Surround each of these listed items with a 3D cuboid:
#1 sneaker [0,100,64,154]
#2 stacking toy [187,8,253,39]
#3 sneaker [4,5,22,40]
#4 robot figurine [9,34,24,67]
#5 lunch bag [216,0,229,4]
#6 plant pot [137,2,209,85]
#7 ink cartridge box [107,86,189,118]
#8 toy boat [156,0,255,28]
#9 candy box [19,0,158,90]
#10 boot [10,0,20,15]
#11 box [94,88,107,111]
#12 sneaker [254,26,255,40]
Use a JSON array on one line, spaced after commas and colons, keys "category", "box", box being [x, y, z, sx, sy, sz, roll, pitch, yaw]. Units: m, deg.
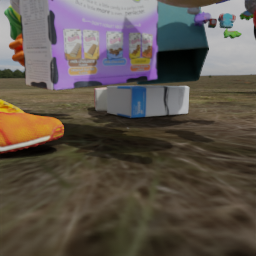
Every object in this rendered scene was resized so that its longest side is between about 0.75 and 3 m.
[{"category": "sneaker", "box": [-2.477, -0.153, 4.806, 2.869, 1.107, 1.047, 4, 9, 13]}, {"category": "stacking toy", "box": [2.311, -2.894, 7.465, 1.821, 0.428, 1.373, 7, -3, 3]}, {"category": "sneaker", "box": [-3.567, -3.238, 9.967, 0.960, 2.297, 0.851, 3, 39, 25]}, {"category": "robot figurine", "box": [-2.737, -2.404, 8.665, 1.296, 1.050, 1.801, 45, 30, 13]}, {"category": "lunch bag", "box": [2.264, -3.616, 5.853, 1.916, 1.629, 1.187, -27, 32, -28]}, {"category": "plant pot", "box": [1.173, -3.155, 8.825, 2.040, 2.887, 2.039, -3, -17, 5]}, {"category": "ink cartridge box", "box": [0.693, -0.997, 9.997, 2.428, 1.022, 1.755, -5, 11, -29]}, {"category": "toy boat", "box": [1.645, -2.519, 4.238, 2.469, 1.365, 2.937, -25, -43, 36]}, {"category": "candy box", "box": [-0.618, -2.314, 5.160, 2.493, 2.973, 1.063, -13, 19, -42]}, {"category": "boot", "box": [-2.017, -3.315, 8.044, 2.925, 1.076, 1.398, 34, -36, -12]}, {"category": "box", "box": [-0.906, -1.240, 11.932, 1.020, 0.869, 1.596, -1, 10, -9]}, {"category": "sneaker", "box": [3.662, -2.833, 6.679, 0.763, 1.760, 0.649, 8, 17, -24]}]
